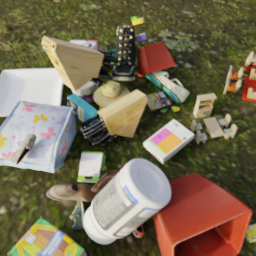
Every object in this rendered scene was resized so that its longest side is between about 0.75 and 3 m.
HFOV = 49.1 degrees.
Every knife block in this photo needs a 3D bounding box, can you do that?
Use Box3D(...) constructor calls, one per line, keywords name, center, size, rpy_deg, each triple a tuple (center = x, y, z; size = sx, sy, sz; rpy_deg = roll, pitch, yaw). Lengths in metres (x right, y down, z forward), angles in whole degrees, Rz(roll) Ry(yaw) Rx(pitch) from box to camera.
Box3D(name="knife block", center=(-1.556, -2.683, 10.538), size=(2.440, 2.779, 0.889), rpy_deg=(-43, 53, -17))
Box3D(name="knife block", center=(-0.629, -0.449, 10.432), size=(2.079, 2.369, 0.758), rpy_deg=(13, 16, -32))

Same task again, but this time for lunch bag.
Box3D(name="lunch bag", center=(-3.291, 0.428, 10.074), size=(2.246, 1.684, 2.648), rpy_deg=(6, 41, 3))

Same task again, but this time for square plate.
Box3D(name="square plate", center=(-4.374, -1.556, 12.470), size=(2.967, 0.422, 2.939), rpy_deg=(-2, 51, -2))

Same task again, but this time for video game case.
Box3D(name="video game case", center=(1.256, -1.132, 12.150), size=(0.984, 0.139, 1.089), rpy_deg=(-17, 44, -7))

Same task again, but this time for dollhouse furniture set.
Box3D(name="dollhouse furniture set", center=(5.703, -2.161, 12.725), size=(2.372, 1.222, 2.347), rpy_deg=(14, 64, 12))
Box3D(name="dollhouse furniture set", center=(3.269, -0.393, 11.081), size=(1.515, 1.073, 1.649), rpy_deg=(-9, 50, -7))

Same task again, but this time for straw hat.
Box3D(name="straw hat", center=(-0.677, -1.551, 11.520), size=(1.562, 0.661, 1.562), rpy_deg=(0, 50, 0))

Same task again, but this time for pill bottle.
Box3D(name="pill bottle", center=(-0.127, 2.071, 7.571), size=(1.407, 2.473, 1.407), rpy_deg=(27, 35, -21))

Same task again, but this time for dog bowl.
Box3D(name="dog bowl", center=(-1.927, -1.786, 12.443), size=(1.254, 0.368, 1.254), rpy_deg=(-6, 28, 3))

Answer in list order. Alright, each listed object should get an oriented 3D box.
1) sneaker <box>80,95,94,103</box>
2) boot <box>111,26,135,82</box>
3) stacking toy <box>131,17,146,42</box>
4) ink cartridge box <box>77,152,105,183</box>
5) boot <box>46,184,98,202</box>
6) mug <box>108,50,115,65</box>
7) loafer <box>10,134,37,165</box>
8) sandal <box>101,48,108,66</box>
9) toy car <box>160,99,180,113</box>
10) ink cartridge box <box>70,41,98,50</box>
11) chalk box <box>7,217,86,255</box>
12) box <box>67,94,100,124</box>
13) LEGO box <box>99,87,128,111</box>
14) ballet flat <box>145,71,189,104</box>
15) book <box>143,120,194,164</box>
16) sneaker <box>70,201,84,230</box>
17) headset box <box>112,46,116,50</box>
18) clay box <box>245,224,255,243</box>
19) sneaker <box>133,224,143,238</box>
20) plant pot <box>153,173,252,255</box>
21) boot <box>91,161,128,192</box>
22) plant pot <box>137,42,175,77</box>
Box3D(name="sneaker", center=(-1.862, -1.274, 12.226), size=(0.814, 0.360, 0.327), rpy_deg=(-12, 71, -7))
Box3D(name="boot", center=(-0.180, -3.265, 12.177), size=(1.035, 2.166, 2.867), rpy_deg=(3, 24, 1))
Box3D(name="stacking toy", center=(0.650, -4.367, 13.417), size=(0.556, 1.784, 2.366), rpy_deg=(-14, 24, 5))
Box3D(name="ink cartridge box", center=(-1.296, 1.424, 9.932), size=(0.803, 0.412, 1.086), rpy_deg=(1, 67, 13))
Box3D(name="boot", center=(-1.832, 2.156, 9.100), size=(1.095, 1.498, 0.526), rpy_deg=(-21, 50, 29))
Box3D(name="mug", center=(-0.674, -3.447, 13.936), size=(0.845, 0.522, 0.694), rpy_deg=(35, 58, 27))
Box3D(name="loafer", center=(-3.217, 0.691, 8.787), size=(0.342, 0.391, 1.088), rpy_deg=(30, 76, 37))
Box3D(name="sandal", center=(-1.280, -3.501, 13.581), size=(0.371, 0.552, 1.375), rpy_deg=(26, 36, -23))
Box3D(name="toy car", center=(1.696, -0.841, 12.017), size=(0.790, 0.187, 0.840), rpy_deg=(-23, 46, -12))
Box3D(name="ink cartridge box", center=(-2.230, -3.541, 13.277), size=(1.385, 0.807, 1.914), rpy_deg=(2, 30, 3))
Box3D(name="chalk box", center=(-1.936, 3.688, 7.620), size=(2.063, 1.277, 1.283), rpy_deg=(27, 56, 21))
Box3D(name="box", center=(-1.810, -0.656, 11.511), size=(1.719, 0.707, 0.422), rpy_deg=(37, 50, 26))
Box3D(name="LEGO box", center=(-0.590, -1.016, 11.903), size=(1.162, 0.602, 1.561), rpy_deg=(0, 51, 0))
Box3D(name="ballet flat", center=(1.726, -2.020, 12.539), size=(0.754, 0.815, 2.418), rpy_deg=(-43, 70, -6))
Box3D(name="book", center=(1.480, 0.450, 10.262), size=(1.581, 0.380, 1.056), rpy_deg=(-36, 55, -18))
Box3D(name="sneaker", center=(-1.649, 2.749, 8.982), size=(0.473, 0.354, 1.054), rpy_deg=(-9, 53, -10))
Box3D(name="headset box", center=(-0.268, -3.975, 14.433), size=(0.822, 0.438, 0.944), rpy_deg=(28, 56, 20))
Box3D(name="clay box", center=(3.937, 3.252, 8.682), size=(0.791, 0.188, 0.454), rpy_deg=(-11, 52, -9))
Box3D(name="sneaker", center=(0.186, 2.833, 8.754), size=(0.420, 0.607, 1.083), rpy_deg=(-24, 55, -18))
Box3D(name="plant pot", center=(1.798, 2.643, 8.031), size=(2.249, 2.247, 1.982), rpy_deg=(-17, 40, -13))
Box3D(name="boot", center=(-0.049, 2.127, 8.964), size=(1.660, 0.572, 1.781), rpy_deg=(-33, 69, -23))
Box3D(name="plant pot", center=(1.145, -3.163, 12.816), size=(1.363, 1.203, 1.365), rpy_deg=(-20, 8, -17))
